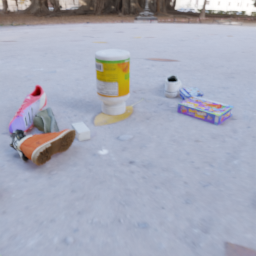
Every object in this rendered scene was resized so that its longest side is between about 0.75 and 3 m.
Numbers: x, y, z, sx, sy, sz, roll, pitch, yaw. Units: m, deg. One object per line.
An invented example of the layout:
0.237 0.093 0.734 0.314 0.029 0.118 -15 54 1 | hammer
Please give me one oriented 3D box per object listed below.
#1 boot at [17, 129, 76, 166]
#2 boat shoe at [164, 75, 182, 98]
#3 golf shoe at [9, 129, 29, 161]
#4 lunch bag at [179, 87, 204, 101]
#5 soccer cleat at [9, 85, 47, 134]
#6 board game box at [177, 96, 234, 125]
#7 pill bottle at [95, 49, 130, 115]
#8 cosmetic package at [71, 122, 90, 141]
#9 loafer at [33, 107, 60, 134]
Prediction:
-2.726 0.427 9.593 1.122 0.785 2.093 24 29 24 | boot
2.571 -2.557 15.768 0.999 0.907 2.715 5 27 6 | boat shoe
-3.773 0.658 9.710 0.574 0.472 1.215 -28 66 12 | golf shoe
3.260 -1.711 14.596 1.083 0.511 1.352 -6 26 -8 | lunch bag
-4.278 -0.785 11.856 0.912 1.045 2.733 6 38 12 | soccer cleat
3.538 -0.844 12.897 2.085 0.467 1.402 22 34 37 | board game box
-0.682 -2.052 12.736 1.530 2.755 1.530 0 27 0 | pill bottle
-1.874 0.126 11.069 0.488 0.385 0.907 -11 29 -23 | cosmetic package
-3.244 -0.063 11.064 0.863 0.931 2.476 -20 25 -13 | loafer
